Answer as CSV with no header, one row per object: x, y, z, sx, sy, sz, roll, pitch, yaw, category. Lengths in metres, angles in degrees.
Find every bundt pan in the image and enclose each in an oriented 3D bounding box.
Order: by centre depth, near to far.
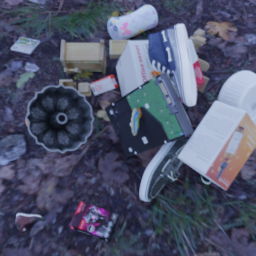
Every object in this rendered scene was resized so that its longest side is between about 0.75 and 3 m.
-2.006,-0.234,8.048,1.927,0.723,1.927,3,84,-30,bundt pan

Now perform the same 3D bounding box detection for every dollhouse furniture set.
-1.267,-2.124,11.453,2.734,1.520,2.418,0,78,0,dollhouse furniture set
3.014,-2.819,11.640,1.456,1.700,1.788,29,44,14,dollhouse furniture set

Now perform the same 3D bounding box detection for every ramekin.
4.172,-0.938,9.721,1.926,1.926,0.939,-22,29,-15,ramekin

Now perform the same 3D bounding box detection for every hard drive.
0.519,-0.280,8.647,0.513,2.709,1.893,-24,88,-41,hard drive

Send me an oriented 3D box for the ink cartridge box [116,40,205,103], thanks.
1.043,-1.914,10.076,2.483,1.796,1.804,-8,75,-18,ink cartridge box

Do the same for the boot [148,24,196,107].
1.276,-1.763,8.307,1.174,0.946,2.600,-12,68,22,boot

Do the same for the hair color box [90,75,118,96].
-0.838,-1.461,9.642,0.878,0.446,0.269,-14,19,29,hair color box

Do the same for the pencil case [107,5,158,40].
0.218,-5.005,13.428,2.475,1.029,1.123,-28,90,-20,pencil case

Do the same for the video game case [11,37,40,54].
-4.840,-3.878,13.198,1.024,0.113,0.934,14,55,11,video game case

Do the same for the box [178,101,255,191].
2.627,0.518,7.919,1.040,1.489,1.956,32,89,48,box

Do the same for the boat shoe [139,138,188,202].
1.182,1.242,8.533,0.837,0.851,2.361,22,75,35,boat shoe

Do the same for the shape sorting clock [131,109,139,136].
0.189,-0.165,8.128,0.155,0.789,0.789,7,54,12,shape sorting clock

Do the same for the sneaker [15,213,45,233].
-2.882,2.804,8.164,0.906,0.343,0.524,0,58,13,sneaker

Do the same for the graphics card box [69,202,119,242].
-0.981,2.736,8.184,1.251,0.318,0.785,17,55,11,graphics card box

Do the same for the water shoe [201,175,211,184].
2.622,1.352,9.159,0.352,0.388,0.984,14,55,10,water shoe

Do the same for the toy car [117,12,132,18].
-0.281,-5.482,14.108,0.847,0.668,0.696,18,47,26,toy car

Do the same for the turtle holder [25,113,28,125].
-3.193,-0.367,10.194,1.081,0.768,0.821,-20,55,-14,turtle holder
